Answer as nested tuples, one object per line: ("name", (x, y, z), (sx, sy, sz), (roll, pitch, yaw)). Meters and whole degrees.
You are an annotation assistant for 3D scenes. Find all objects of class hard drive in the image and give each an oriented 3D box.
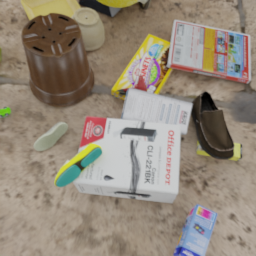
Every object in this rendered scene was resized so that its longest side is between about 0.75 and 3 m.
("hard drive", (-0.737, -6.109, 12.081), (1.869, 0.586, 2.771), (26, 67, 12))

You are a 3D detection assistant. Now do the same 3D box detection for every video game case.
("video game case", (3.047, -2.867, 10.416), (2.993, 0.261, 2.140), (11, 66, -1))

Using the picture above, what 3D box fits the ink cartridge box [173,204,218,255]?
("ink cartridge box", (1.716, 2.962, 7.390), (0.617, 1.102, 1.615), (21, 66, 10))

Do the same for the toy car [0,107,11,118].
("toy car", (-4.522, -0.395, 9.479), (1.121, 0.266, 1.192), (-18, 70, -12))

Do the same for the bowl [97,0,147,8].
("bowl", (0.272, -5.520, 10.248), (1.584, 2.943, 2.943), (31, 65, -17))

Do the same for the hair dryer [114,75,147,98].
("hair dryer", (0.181, -1.316, 9.467), (0.940, 0.335, 1.235), (35, 69, 12))

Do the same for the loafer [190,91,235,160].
("loafer", (2.572, -0.158, 8.738), (0.928, 0.907, 2.542), (-9, 51, -10))

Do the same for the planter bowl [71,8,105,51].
("planter bowl", (-1.603, -3.833, 10.602), (1.521, 1.024, 1.521), (5, 60, -8))

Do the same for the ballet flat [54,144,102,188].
("ballet flat", (-1.365, 0.952, 7.455), (1.534, 0.512, 0.514), (-40, 43, -15))

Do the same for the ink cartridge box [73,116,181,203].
("ink cartridge box", (0.051, 0.935, 8.313), (2.894, 1.212, 2.088), (6, 64, 3))

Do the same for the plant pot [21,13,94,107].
("plant pot", (-2.303, -2.266, 9.194), (2.331, 2.308, 2.331), (2, 62, -4))

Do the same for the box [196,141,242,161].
("box", (2.903, 0.681, 8.924), (1.361, 0.341, 0.512), (9, 63, 4))

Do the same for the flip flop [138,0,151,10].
("flip flop", (1.034, -6.237, 11.971), (0.839, 1.182, 2.916), (15, 59, -9))

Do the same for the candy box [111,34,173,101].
("candy box", (0.747, -2.088, 10.242), (1.511, 0.390, 2.956), (25, 67, 13))

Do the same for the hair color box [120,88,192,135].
("hair color box", (0.890, -0.499, 8.949), (2.084, 0.632, 1.032), (13, 86, -6))

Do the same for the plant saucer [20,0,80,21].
("plant saucer", (-3.088, -4.768, 11.474), (2.048, 0.496, 2.048), (-24, 66, -11))

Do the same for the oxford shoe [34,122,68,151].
("oxford shoe", (-2.516, 0.276, 9.134), (1.276, 0.480, 0.368), (-42, 30, -10))
